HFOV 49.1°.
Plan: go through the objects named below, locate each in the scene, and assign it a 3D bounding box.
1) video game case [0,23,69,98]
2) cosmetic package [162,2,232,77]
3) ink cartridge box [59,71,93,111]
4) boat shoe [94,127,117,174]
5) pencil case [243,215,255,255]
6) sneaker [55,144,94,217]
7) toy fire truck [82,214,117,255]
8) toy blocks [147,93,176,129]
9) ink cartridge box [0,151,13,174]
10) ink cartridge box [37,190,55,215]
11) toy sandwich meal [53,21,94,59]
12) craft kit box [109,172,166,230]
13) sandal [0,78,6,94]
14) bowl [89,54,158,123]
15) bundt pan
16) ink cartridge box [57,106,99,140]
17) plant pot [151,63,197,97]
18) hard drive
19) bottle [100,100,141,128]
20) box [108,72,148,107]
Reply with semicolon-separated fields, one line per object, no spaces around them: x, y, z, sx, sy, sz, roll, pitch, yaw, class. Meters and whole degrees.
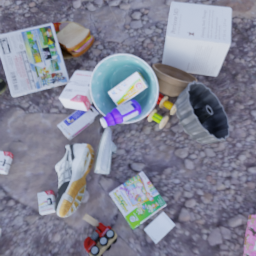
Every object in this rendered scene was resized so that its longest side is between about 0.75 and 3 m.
-4.345;-3.098;12.779;2.626;0.317;2.880;-16;88;-8;video game case
3.093;-4.057;12.962;2.693;2.240;2.253;9;63;6;cosmetic package
-2.065;-1.668;12.404;1.247;0.726;1.713;11;61;23;ink cartridge box
-0.852;0.940;11.370;0.718;0.703;2.015;17;61;-12;boat shoe
4.482;4.097;9.593;0.924;0.884;2.136;3;59;34;pencil case
-2.280;1.937;10.728;1.272;1.098;2.902;5;57;18;sneaker
-1.191;3.767;9.889;1.276;0.821;1.123;32;63;33;toy fire truck
1.116;-0.962;12.298;1.741;0.632;1.451;34;72;22;toy blocks
-5.072;1.397;11.250;0.604;0.351;0.838;4;63;2;ink cartridge box
-3.055;2.812;10.544;0.568;0.323;0.779;-13;64;-6;ink cartridge box
-3.162;-4.529;13.920;2.817;0.965;2.817;0;63;0;toy sandwich meal
0.357;2.706;10.596;1.557;0.382;1.577;-33;67;-13;craft kit box
-6.673;-1.265;12.402;1.128;0.810;2.840;50;54;1;sandal
-0.048;-1.722;11.816;2.817;2.817;1.473;16;20;8;bowl
2.901;-0.507;11.344;2.664;1.000;2.664;24;51;-32;bundt pan
-2.135;-0.308;12.142;1.743;0.323;0.826;-41;68;-16;ink cartridge box
1.904;-2.026;12.409;2.085;0.962;2.085;16;26;-8;plant pot
1.143;3.636;10.224;0.971;0.130;0.640;-38;69;-16;hard drive
-0.313;-0.540;11.361;1.679;0.548;0.701;-28;43;-15;bottle
0.020;-1.645;11.834;1.505;0.846;0.763;-34;96;13;box
